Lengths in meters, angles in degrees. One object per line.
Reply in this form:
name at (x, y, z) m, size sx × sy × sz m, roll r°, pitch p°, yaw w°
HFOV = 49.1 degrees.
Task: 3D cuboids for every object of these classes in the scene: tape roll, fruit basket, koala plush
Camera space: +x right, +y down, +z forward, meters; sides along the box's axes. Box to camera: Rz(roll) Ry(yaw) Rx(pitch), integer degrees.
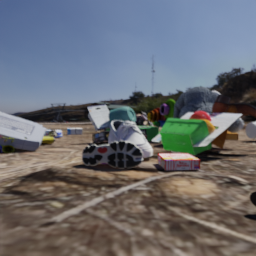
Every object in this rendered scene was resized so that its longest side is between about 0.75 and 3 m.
tape roll at (0.205, 0.242, 13.365) m, size 2.510 × 0.603 × 2.510 m, roll 0°, pitch 2°, yaw 0°
fruit basket at (1.969, 0.046, 8.074) m, size 2.013 × 0.944 × 1.865 m, roll -26°, pitch 21°, yaw -39°
koala plush at (2.830, -0.292, 10.437) m, size 2.239 × 2.320 × 2.525 m, roll 1°, pitch 15°, yaw -3°

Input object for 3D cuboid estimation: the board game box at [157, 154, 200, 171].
board game box at (1.065, 0.729, 6.073) m, size 0.720 × 0.220 × 0.950 m, roll 0°, pitch 2°, yaw -4°

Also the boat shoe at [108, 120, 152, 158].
boat shoe at (-0.012, 0.243, 7.927) m, size 0.926 × 0.881 × 2.571 m, roll -6°, pitch 10°, yaw -11°

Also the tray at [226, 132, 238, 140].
tray at (4.951, 0.374, 13.865) m, size 0.842 × 0.316 × 1.707 m, roll 1°, pitch 3°, yaw 18°

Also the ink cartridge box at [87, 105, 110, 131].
ink cartridge box at (-1.144, -0.432, 11.788) m, size 1.069 × 1.072 × 0.218 m, roll -12°, pitch -22°, yaw -45°

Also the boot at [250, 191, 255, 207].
boot at (1.841, 0.829, 3.318) m, size 0.706 × 0.243 × 0.757 m, roll 15°, pitch 12°, yaw 26°

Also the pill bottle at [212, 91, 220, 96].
pill bottle at (3.409, -0.526, 12.816) m, size 2.233 × 1.337 × 1.337 m, roll -37°, pitch 2°, yaw 2°

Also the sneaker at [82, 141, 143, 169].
sneaker at (-0.314, 0.570, 6.194) m, size 1.442 × 0.581 × 0.602 m, roll 1°, pitch -3°, yaw 26°

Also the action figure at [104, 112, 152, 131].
action figure at (0.151, -0.203, 15.234) m, size 2.858 × 0.992 × 1.860 m, roll -6°, pitch 18°, yaw -14°

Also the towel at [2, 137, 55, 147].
towel at (-4.280, 0.521, 10.607) m, size 1.858 × 0.295 × 2.587 m, roll 3°, pitch 4°, yaw 40°

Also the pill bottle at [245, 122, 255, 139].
pill bottle at (6.145, 0.101, 12.393) m, size 1.718 × 0.964 × 0.964 m, roll 0°, pitch 2°, yaw -18°

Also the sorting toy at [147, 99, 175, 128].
sorting toy at (1.430, -0.564, 12.790) m, size 0.782 × 1.145 × 1.906 m, roll 2°, pitch -20°, yaw -21°

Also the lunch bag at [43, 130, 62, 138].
lunch bag at (-3.820, 0.314, 13.949) m, size 0.922 × 0.435 × 1.151 m, roll 3°, pitch 2°, yaw 9°

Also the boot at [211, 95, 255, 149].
boot at (3.183, -0.084, 8.726) m, size 1.479 × 1.571 × 0.538 m, roll 22°, pitch 2°, yaw 9°

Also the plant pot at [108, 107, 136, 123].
plant pot at (-0.184, -0.405, 11.659) m, size 0.828 × 1.032 × 1.032 m, roll -22°, pitch -9°, yaw 28°

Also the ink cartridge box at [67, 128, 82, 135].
ink cartridge box at (-3.228, 0.214, 16.898) m, size 0.884 × 0.370 × 0.641 m, roll -1°, pitch 2°, yaw -12°

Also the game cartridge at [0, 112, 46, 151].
game cartridge at (-3.843, 0.055, 8.956) m, size 2.200 × 0.450 × 1.464 m, roll 18°, pitch 17°, yaw -13°

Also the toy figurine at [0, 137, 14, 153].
toy figurine at (-3.922, 0.513, 8.370) m, size 0.976 × 0.515 × 0.585 m, roll 3°, pitch -7°, yaw -23°

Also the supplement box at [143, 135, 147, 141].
supplement box at (0.264, 0.473, 9.618) m, size 0.752 × 0.415 × 0.322 m, roll 0°, pitch -7°, yaw -2°

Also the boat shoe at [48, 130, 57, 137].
boat shoe at (-3.239, 0.207, 11.923) m, size 0.361 × 0.308 × 1.080 m, roll -12°, pitch -3°, yaw -14°

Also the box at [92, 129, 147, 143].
box at (-0.375, 0.340, 10.881) m, size 1.693 × 0.424 × 1.706 m, roll -3°, pitch -5°, yaw -23°
